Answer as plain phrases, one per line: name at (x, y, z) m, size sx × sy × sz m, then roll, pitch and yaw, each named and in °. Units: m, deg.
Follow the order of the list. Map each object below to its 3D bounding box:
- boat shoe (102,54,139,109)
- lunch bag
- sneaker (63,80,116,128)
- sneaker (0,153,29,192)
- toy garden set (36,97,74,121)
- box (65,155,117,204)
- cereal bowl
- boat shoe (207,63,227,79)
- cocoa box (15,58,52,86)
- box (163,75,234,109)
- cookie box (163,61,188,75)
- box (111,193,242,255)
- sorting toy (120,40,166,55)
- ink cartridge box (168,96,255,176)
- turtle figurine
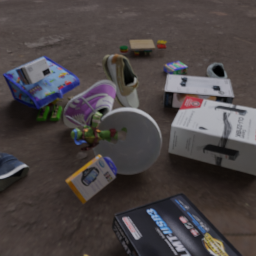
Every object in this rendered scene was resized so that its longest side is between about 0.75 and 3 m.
boat shoe at (-0.078, -1.538, 10.020) m, size 0.807 × 2.360 × 0.882 m, roll 4°, pitch 51°, yaw 35°
lunch bag at (-3.553, -1.837, 11.857) m, size 2.121 × 1.325 × 2.818 m, roll -35°, pitch 42°, yaw -29°
sneaker at (-1.520, -0.398, 9.674) m, size 0.994 × 2.742 × 1.564 m, roll 28°, pitch 47°, yaw -28°
sneaker at (-3.972, 1.347, 8.603) m, size 1.051 × 0.553 × 1.455 m, roll 33°, pitch 37°, yaw 22°
toy garden set at (-2.728, -0.939, 11.851) m, size 1.992 × 0.398 × 1.661 m, roll -1°, pitch 37°, yaw -2°
box at (-0.879, 1.250, 7.084) m, size 1.211 × 0.721 × 0.251 m, roll -38°, pitch 20°, yaw -18°
cereal bowl at (-0.023, 0.338, 8.811) m, size 2.150 × 2.150 × 0.895 m, roll 3°, pitch 22°, yaw 3°
boat shoe at (4.453, -2.725, 13.823) m, size 0.860 × 0.878 × 2.466 m, roll 4°, pitch 37°, yaw 5°
cocoa box at (-3.644, -2.172, 10.841) m, size 0.683 × 0.694 × 1.041 m, roll 0°, pitch 31°, yaw 39°
box at (3.003, -1.520, 12.251) m, size 2.808 × 0.844 × 1.638 m, roll 6°, pitch 37°, yaw 7°
cookie box at (2.502, -3.117, 14.771) m, size 0.972 × 0.365 × 0.832 m, roll -20°, pitch 43°, yaw -23°
box at (1.098, 2.693, 6.556) m, size 2.236 × 0.560 × 2.253 m, roll -7°, pitch 35°, yaw -32°
sorting toy at (0.929, -4.871, 16.998) m, size 2.920 × 0.494 × 1.408 m, roll -3°, pitch 37°, yaw -3°
ink cartridge box at (3.148, 0.162, 9.681) m, size 2.970 × 1.244 × 2.143 m, roll 14°, pitch 39°, yaw 18°
turtle figurine at (-0.907, -0.096, 8.285) m, size 1.566 × 1.162 × 1.615 m, roll 12°, pitch 37°, yaw -29°
